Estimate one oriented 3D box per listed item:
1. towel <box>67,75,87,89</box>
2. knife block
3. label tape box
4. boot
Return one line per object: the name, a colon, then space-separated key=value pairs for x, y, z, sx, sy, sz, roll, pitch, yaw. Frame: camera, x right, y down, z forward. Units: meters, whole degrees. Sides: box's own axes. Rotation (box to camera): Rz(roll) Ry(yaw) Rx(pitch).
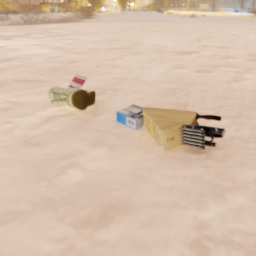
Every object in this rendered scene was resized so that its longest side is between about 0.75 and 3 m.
towel: x=-2.907 y=-2.237 z=15.256 sx=1.006 sy=0.159 sz=1.397 roll=25 pitch=81 yaw=40
knife block: x=2.170 y=-0.138 z=10.833 sx=2.512 sy=0.916 sz=2.862 roll=-16 pitch=30 yaw=-12
label tape box: x=0.492 y=-0.597 z=12.624 sx=1.252 sy=0.550 sz=1.737 roll=23 pitch=35 yaw=37
boot: x=-2.937 y=-1.460 z=13.459 sx=2.115 sy=0.986 sz=2.735 roll=7 pitch=11 yaw=11
